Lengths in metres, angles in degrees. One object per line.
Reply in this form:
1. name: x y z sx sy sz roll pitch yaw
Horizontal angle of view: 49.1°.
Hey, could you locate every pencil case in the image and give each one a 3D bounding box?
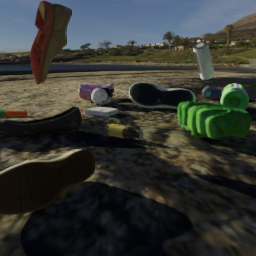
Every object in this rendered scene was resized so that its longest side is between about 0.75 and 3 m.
1. pencil case: -1.607 -1.890 14.240 1.767 0.773 0.773 -1 14 -2

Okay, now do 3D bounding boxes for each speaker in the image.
1. speaker: 2.794 -2.448 10.286 0.538 1.324 0.538 -17 37 13
2. speaker: 4.165 -1.185 10.987 1.017 1.017 2.300 5 15 19

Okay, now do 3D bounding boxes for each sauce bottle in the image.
1. sauce bottle: -0.096 0.109 7.268 1.045 0.338 0.338 11 18 31

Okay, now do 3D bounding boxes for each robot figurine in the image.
1. robot figurine: -1.147 -1.423 12.460 0.768 0.925 1.231 24 19 8

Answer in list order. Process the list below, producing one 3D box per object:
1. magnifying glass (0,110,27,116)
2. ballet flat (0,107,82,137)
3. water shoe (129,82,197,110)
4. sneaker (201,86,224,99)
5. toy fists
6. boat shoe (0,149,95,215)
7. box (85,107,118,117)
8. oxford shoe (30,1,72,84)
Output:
1. magnifying glass: -4.593 -0.526 10.104 1.850 0.207 0.736 -1 14 3
2. ballet flat: -2.517 -0.176 7.586 2.500 0.710 0.831 -6 15 -21
3. water shoe: 1.403 -1.190 11.566 2.846 1.018 1.123 14 1 26
4. sneaker: 4.472 -1.764 14.064 1.560 0.619 0.745 -4 17 -15
5. toy fists: 2.109 -0.236 7.598 1.300 0.877 2.551 7 11 -6
6. boat shoe: -1.325 0.741 4.214 0.617 0.685 1.898 -4 9 36
7. box: -0.991 -0.619 10.439 1.022 0.186 0.737 10 17 30
8. oxford shoe: -1.909 -1.998 7.001 0.815 2.180 0.768 -8 52 -36
